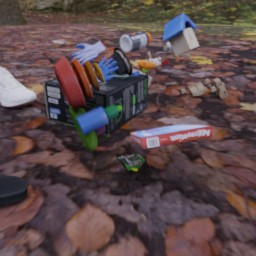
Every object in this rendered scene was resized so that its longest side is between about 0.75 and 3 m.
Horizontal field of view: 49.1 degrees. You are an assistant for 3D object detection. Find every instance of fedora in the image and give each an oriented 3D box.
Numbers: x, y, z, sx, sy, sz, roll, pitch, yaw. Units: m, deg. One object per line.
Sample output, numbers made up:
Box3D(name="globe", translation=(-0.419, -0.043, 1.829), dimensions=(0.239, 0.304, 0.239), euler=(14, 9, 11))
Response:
Box3D(name="fedora", translation=(-0.300, -2.051, 9.029), dimensions=(0.464, 1.016, 1.016), euler=(-33, 35, -14))

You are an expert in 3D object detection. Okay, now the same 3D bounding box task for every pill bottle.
Box3D(name="pill bottle", translation=(0.313, -3.184, 10.296), dimensions=(0.637, 0.637, 1.200), euler=(22, 37, 39))

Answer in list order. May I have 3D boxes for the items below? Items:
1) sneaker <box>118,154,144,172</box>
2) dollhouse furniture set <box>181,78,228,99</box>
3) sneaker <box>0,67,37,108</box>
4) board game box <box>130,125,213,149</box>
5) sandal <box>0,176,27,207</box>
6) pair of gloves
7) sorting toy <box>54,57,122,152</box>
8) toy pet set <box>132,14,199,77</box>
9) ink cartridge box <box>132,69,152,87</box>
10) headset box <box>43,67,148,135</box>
Box3D(name="sneaker", translation=(0.076, 0.743, 6.432), dimensions=(0.366, 0.399, 0.937), euler=(46, 10, 22))
Box3D(name="dollhouse furniture set", translation=(3.160, -1.362, 11.696), dimensions=(1.592, 0.777, 1.358), euler=(-22, 22, 10))
Box3D(name="sneaker", translation=(-4.734, -1.575, 10.821), dimensions=(2.763, 1.376, 1.034), euler=(15, 28, 26))
Box3D(name="board game box", translation=(0.709, 0.138, 5.597), dimensions=(1.170, 0.221, 2.273), euler=(-9, 1, -3))
Box3D(name="sandal", translation=(-3.279, 1.527, 5.235), dimensions=(2.742, 0.656, 1.031), euler=(-3, 21, -37))
Box3D(name="pair of gloves", translation=(-0.904, -1.759, 7.479), dimensions=(0.995, 1.238, 0.141), euler=(-33, 2, -10))
Box3D(name="sorting toy", translation=(-0.868, -0.549, 6.833), dimensions=(1.060, 2.581, 1.551), euler=(-24, 44, -13))
Box3D(name="toy pet set", translation=(1.189, -2.774, 9.336), dimensions=(1.970, 1.120, 2.109), euler=(-20, 8, 44))
Box3D(name="ink cartridge box", translation=(0.009, -1.953, 11.398), dimensions=(1.662, 0.957, 0.564), euler=(27, 8, 16))
Box3D(name="headset box", translation=(-0.949, -1.145, 9.876), dimensions=(2.544, 1.356, 2.922), euler=(14, 28, 26))
